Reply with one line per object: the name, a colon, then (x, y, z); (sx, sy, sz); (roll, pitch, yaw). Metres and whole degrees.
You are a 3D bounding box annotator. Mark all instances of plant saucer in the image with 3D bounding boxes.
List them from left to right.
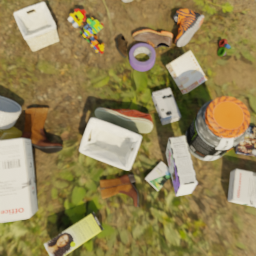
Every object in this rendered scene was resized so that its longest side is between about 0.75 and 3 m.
plant saucer: (-6.111, 0.514, 11.323); (2.542, 0.616, 2.542); (31, 75, 9)

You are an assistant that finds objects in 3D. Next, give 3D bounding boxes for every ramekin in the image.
ramekin: (-5.195, -0.613, 11.216); (1.585, 1.585, 0.832); (29, 108, 9)

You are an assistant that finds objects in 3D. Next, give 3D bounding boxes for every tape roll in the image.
tape roll: (0.629, -3.169, 12.580); (1.162, 0.494, 1.162); (0, 72, -1)

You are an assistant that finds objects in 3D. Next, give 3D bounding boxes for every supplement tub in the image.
supplement tub: (3.198, 0.079, 10.252); (1.766, 2.882, 1.766); (0, 71, 0)

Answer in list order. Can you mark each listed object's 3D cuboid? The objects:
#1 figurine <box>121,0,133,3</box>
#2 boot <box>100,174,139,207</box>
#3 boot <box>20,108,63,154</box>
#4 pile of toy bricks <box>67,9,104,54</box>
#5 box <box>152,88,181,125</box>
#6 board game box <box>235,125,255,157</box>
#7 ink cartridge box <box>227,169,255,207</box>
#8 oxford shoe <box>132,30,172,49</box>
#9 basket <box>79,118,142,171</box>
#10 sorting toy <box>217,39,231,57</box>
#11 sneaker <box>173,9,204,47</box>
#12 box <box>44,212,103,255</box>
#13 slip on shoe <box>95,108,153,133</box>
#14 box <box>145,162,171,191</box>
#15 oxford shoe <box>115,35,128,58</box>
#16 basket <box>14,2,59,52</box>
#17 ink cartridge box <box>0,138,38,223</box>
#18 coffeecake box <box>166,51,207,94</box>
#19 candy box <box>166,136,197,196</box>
figurine: (-0.059, -7.471, 13.864); (2.183, 0.940, 2.130); (-40, 68, -11)
boot: (-0.338, 2.506, 10.745); (1.413, 0.484, 1.330); (-13, 73, -3)
boot: (-3.494, 0.087, 11.596); (1.791, 0.651, 1.903); (-1, 64, 7)
pile of toy bricks: (-1.544, -4.287, 12.246); (1.013, 1.138, 2.051); (-39, 103, 10)
box: (1.604, -0.912, 11.881); (0.814, 0.420, 1.396); (-16, 72, -5)
board game box: (4.893, 0.505, 11.526); (0.851, 0.217, 1.257); (8, 72, 3)
ink cartridge box: (4.748, 2.353, 10.666); (1.673, 0.706, 1.222); (12, 72, 4)
oxford shoe: (1.099, -4.024, 12.798); (1.830, 0.652, 0.667); (4, 81, 4)
basket: (-0.590, 0.599, 10.783); (2.082, 1.285, 1.412); (21, 92, 9)
sorting toy: (4.422, -3.637, 12.803); (0.367, 0.537, 0.894); (17, 77, -31)
sneaker: (2.490, -4.677, 12.989); (1.206, 0.835, 2.152); (33, 65, 14)
box: (-1.928, 3.918, 10.063); (2.014, 0.505, 0.758); (-30, 74, -22)
slip on shoe: (-0.166, -0.407, 11.560); (2.473, 0.916, 0.757); (11, 46, 8)
box: (1.244, 1.906, 11.065); (0.700, 0.176, 0.970); (42, 74, 13)
oxford shoe: (-0.232, -3.691, 12.616); (0.515, 0.443, 1.220); (-32, 62, 33)
basket: (-4.059, -4.514, 12.640); (1.487, 1.206, 1.500); (-25, 73, -8)
ink cartridge box: (-4.571, 1.900, 10.222); (2.067, 1.168, 2.821); (-7, 86, -6)
coffeecake box: (2.508, -2.371, 12.041); (1.115, 0.531, 1.452); (-34, 97, -11)
candy box: (1.924, 1.429, 10.352); (0.643, 1.508, 1.797); (-9, 62, -1)
